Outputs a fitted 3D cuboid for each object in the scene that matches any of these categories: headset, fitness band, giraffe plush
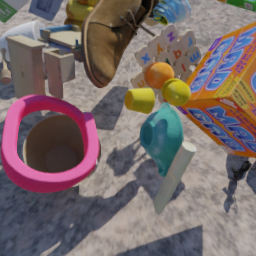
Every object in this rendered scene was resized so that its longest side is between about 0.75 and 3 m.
[{"bbox_3d":[3.793,0.541,8.146,1.503,1.144,2.434,35,47,19],"label":"headset"},{"bbox_3d":[-1.485,0.179,5.441,1.750,0.456,2.437,5,41,-21],"label":"fitness band"},{"bbox_3d":[-0.765,-3.073,8.297,1.865,1.609,1.512,-14,56,-34],"label":"giraffe plush"}]

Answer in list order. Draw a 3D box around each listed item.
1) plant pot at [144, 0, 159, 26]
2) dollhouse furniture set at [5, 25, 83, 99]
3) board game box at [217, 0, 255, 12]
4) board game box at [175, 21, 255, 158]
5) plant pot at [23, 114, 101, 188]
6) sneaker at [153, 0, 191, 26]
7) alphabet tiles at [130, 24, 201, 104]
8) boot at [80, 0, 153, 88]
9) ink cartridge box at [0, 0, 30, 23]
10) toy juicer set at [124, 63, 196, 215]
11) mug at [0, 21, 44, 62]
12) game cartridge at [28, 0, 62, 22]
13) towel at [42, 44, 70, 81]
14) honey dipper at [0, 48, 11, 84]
[{"bbox_3d":[0.796,-3.846,9.208,1.052,1.123,1.052,0,87,4],"label":"plant pot"},{"bbox_3d":[-1.459,-1.549,7.164,2.229,1.540,2.361,27,38,31],"label":"dollhouse furniture set"},{"bbox_3d":[3.314,-3.958,7.524,1.186,0.312,1.550,35,86,32],"label":"board game box"},{"bbox_3d":[2.485,-0.693,5.627,1.919,1.919,1.920,39,79,-16],"label":"board game box"},{"bbox_3d":[-1.755,0.727,7.449,1.883,1.264,1.883,5,70,-15],"label":"plant pot"},{"bbox_3d":[0.877,-3.207,6.997,0.904,0.551,1.385,-31,90,-6],"label":"sneaker"},{"bbox_3d":[0.977,-1.504,7.065,1.994,1.950,0.146,-42,44,-4],"label":"alphabet tiles"},{"bbox_3d":[-0.199,-2.251,6.130,1.115,1.088,2.955,-2,65,31],"label":"boot"},{"bbox_3d":[-2.889,-4.195,7.219,2.345,0.985,1.698,-32,61,16],"label":"ink cartridge box"},{"bbox_3d":[0.779,-0.006,5.174,0.735,1.719,2.702,2,56,-26],"label":"toy juicer set"},{"bbox_3d":[-3.779,-3.128,10.409,1.565,1.318,1.785,-12,24,11],"label":"mug"},{"bbox_3d":[-1.955,-3.174,6.830,0.661,0.992,0.203,18,18,-24],"label":"game cartridge"},{"bbox_3d":[-2.302,-2.315,8.703,2.037,0.351,1.350,-45,50,-15],"label":"towel"},{"bbox_3d":[-2.765,-1.433,6.297,0.214,0.214,1.129,-14,54,-10],"label":"honey dipper"}]
